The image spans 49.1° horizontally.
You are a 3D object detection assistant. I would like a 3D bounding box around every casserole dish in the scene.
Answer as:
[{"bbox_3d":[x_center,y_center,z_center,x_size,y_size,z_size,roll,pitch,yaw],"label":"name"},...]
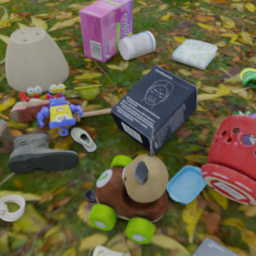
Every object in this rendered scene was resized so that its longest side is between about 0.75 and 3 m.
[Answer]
[{"bbox_3d":[1.809,1.779,8.625,0.887,0.284,1.464,34,54,29],"label":"casserole dish"}]

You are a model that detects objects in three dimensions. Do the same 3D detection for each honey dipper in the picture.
[{"bbox_3d":[-1.182,-0.597,10.792,2.673,0.508,0.508,-10,46,-9],"label":"honey dipper"}]

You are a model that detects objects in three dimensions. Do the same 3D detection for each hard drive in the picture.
[{"bbox_3d":[1.857,3.651,6.433,2.041,0.336,1.424,-35,34,-30],"label":"hard drive"}]

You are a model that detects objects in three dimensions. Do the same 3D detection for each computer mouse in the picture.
[{"bbox_3d":[-0.886,2.084,8.391,0.865,0.228,0.599,6,46,-9],"label":"computer mouse"}]

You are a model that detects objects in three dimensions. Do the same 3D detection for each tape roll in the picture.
[{"bbox_3d":[4.473,0.155,9.489,1.233,1.233,0.524,3,32,3],"label":"tape roll"}]

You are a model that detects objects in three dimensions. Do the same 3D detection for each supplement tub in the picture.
[{"bbox_3d":[0.451,-4.066,13.845,1.577,1.041,1.041,-24,50,-23],"label":"supplement tub"}]

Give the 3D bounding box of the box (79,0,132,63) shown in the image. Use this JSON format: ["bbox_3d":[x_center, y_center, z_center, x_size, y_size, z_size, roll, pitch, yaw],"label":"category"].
[{"bbox_3d":[-0.993,-4.933,13.815,1.256,2.286,2.599,24,50,22],"label":"box"}]

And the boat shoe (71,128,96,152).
[{"bbox_3d":[-1.583,0.319,9.877,0.496,0.427,1.378,-35,47,-23],"label":"boat shoe"}]

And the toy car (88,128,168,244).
[{"bbox_3d":[0.189,1.312,7.339,2.092,2.651,2.178,17,47,7],"label":"toy car"}]

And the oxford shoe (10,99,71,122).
[{"bbox_3d":[-3.331,-0.854,10.851,2.329,0.824,0.860,-4,43,-5],"label":"oxford shoe"}]

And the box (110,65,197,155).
[{"bbox_3d":[0.947,-0.653,9.810,1.826,1.317,2.460,37,74,29],"label":"box"}]

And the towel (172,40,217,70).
[{"bbox_3d":[3.327,-3.700,13.886,1.696,0.477,1.981,23,50,22],"label":"towel"}]

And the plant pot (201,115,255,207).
[{"bbox_3d":[3.291,0.983,7.928,2.132,2.132,1.941,25,71,23],"label":"plant pot"}]

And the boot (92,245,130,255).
[{"bbox_3d":[-0.498,3.556,6.761,0.976,0.455,1.263,10,45,9],"label":"boot"}]

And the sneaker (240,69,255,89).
[{"bbox_3d":[5.928,-1.974,12.111,2.132,0.790,0.891,7,62,9],"label":"sneaker"}]

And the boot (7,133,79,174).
[{"bbox_3d":[-2.806,0.676,9.421,2.320,0.786,1.516,-3,40,-5],"label":"boot"}]

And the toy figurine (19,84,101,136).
[{"bbox_3d":[-2.337,-0.562,10.338,2.928,1.545,1.754,-10,83,-24],"label":"toy figurine"}]

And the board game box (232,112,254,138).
[{"bbox_3d":[4.494,-0.112,10.582,0.716,0.160,1.367,-4,45,-1],"label":"board game box"}]

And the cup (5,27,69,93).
[{"bbox_3d":[-4.136,-3.160,12.293,2.786,1.992,2.786,0,46,0],"label":"cup"}]

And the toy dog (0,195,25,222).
[{"bbox_3d":[-4.499,1.720,7.858,2.990,1.440,1.972,33,54,29],"label":"toy dog"}]

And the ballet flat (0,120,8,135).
[{"bbox_3d":[-5.300,0.693,9.342,2.840,0.967,0.955,-25,81,-16],"label":"ballet flat"}]
